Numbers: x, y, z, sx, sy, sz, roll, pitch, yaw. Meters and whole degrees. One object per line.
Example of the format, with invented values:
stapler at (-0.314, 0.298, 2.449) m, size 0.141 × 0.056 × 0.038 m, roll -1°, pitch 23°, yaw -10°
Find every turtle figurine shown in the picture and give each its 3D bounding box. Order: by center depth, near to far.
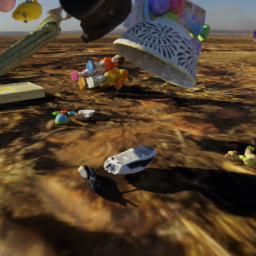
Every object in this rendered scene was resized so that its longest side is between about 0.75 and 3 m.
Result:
turtle figurine at (2.286, 0.568, 5.022) m, size 0.946 × 0.305 × 0.763 m, roll 6°, pitch 12°, yaw 32°

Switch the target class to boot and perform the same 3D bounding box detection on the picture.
boot at (-0.160, -2.604, 5.245) m, size 2.424 × 0.839 × 2.111 m, roll -34°, pitch 2°, yaw 9°

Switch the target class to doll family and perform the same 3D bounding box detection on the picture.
doll family at (-1.007, -2.057, 11.436) m, size 1.763 × 1.280 × 2.840 m, roll -20°, pitch 9°, yaw -28°

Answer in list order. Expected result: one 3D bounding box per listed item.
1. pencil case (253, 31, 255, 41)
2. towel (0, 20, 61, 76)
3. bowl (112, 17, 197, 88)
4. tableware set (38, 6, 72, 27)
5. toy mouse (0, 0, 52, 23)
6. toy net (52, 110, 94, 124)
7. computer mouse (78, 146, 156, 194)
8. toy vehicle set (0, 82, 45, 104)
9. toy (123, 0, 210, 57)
pencil case at (4.012, -2.725, 7.854) m, size 0.957 × 0.423 × 0.423 m, roll -26°, pitch 23°, yaw -2°
towel at (-2.153, -1.628, 5.879) m, size 1.775 × 0.324 × 1.317 m, roll -36°, pitch 19°, yaw 0°
bowl at (0.677, -1.556, 5.438) m, size 1.806 × 0.848 × 1.806 m, roll 27°, pitch 4°, yaw -2°
tableware set at (-2.043, -2.753, 7.542) m, size 2.261 × 0.262 × 1.889 m, roll -27°, pitch 22°, yaw 36°
toy mouse at (-2.451, -3.205, 6.540) m, size 0.396 × 1.817 × 2.045 m, roll 41°, pitch 58°, yaw 12°
toy net at (-1.480, -0.345, 7.717) m, size 1.123 × 0.217 × 0.589 m, roll -9°, pitch 19°, yaw -28°
computer mouse at (-0.110, 0.675, 4.766) m, size 1.410 × 0.309 × 0.773 m, roll -17°, pitch 21°, yaw -26°
toy vehicle set at (-4.397, -1.218, 9.923) m, size 2.395 × 0.318 × 1.488 m, roll -15°, pitch 25°, yaw -36°
toy at (1.239, -3.091, 7.663) m, size 2.631 × 1.515 × 0.621 m, roll 13°, pitch -6°, yaw -31°
